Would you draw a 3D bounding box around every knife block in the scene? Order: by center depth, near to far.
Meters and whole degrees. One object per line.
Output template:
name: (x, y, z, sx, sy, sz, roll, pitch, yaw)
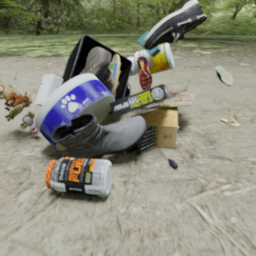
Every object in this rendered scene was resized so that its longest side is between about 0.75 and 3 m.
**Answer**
knife block: (0.552, -0.024, 9.567, 2.270, 0.827, 2.586, 5, 27, 8)

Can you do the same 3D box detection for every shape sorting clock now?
shape sorting clock: (-0.638, -1.784, 10.900, 0.413, 2.104, 2.104, 9, 20, -19)

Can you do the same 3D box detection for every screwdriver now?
screwdriver: (1.188, 0.892, 8.402, 0.171, 0.164, 1.174, 33, 9, -25)

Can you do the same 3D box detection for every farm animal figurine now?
farm animal figurine: (-3.618, -0.739, 9.479, 1.464, 1.813, 0.912, 17, 57, 24)

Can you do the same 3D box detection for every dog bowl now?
dog bowl: (-1.573, -0.442, 8.557, 0.945, 2.400, 2.400, 46, 38, 10)

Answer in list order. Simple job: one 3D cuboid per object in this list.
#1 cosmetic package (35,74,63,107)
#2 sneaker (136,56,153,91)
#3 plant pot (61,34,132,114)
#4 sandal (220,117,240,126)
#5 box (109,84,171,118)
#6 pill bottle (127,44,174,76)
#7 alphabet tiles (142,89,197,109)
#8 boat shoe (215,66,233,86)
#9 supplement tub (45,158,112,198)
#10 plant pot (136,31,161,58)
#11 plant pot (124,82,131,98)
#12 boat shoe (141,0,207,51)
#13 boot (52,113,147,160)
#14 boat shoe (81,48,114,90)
cosmetic package: (-2.969, -1.354, 10.507, 0.684, 1.212, 0.492, 5, -14, 39)
sneaker: (0.631, -2.022, 10.641, 0.518, 1.332, 0.547, -7, -7, 2)
plant pot: (-1.593, -1.928, 11.427, 2.376, 2.371, 2.108, 23, -16, -34)
sandal: (4.006, -0.305, 11.020, 0.298, 0.268, 0.814, -19, 30, -37)
box: (0.465, -0.868, 8.864, 1.662, 0.459, 2.075, -19, 2, 13)
pill bottle: (0.910, -2.852, 12.110, 1.960, 1.088, 1.088, -12, 20, 16)
alphabet tiles: (1.686, -1.140, 10.773, 1.791, 0.081, 2.142, -3, 21, 23)
boat shoe: (2.959, -1.548, 8.683, 0.315, 0.280, 0.843, -24, 55, -6)
supplement tub: (-1.173, 1.187, 6.788, 1.470, 0.900, 0.900, 2, 24, 7)
plant pot: (0.860, -3.168, 10.826, 0.818, 0.578, 0.578, 56, 17, 19)
plant pot: (-0.485, -1.814, 13.298, 1.432, 1.432, 1.402, 3, 15, 7)
boat shoe: (1.619, -3.365, 9.574, 2.822, 0.851, 1.042, -41, 1, -25)
boot: (-0.670, 0.117, 7.508, 2.391, 1.574, 0.834, -30, 54, -2)
boat shoe: (-0.997, -1.854, 9.766, 1.068, 1.085, 2.912, 10, -14, -19)
